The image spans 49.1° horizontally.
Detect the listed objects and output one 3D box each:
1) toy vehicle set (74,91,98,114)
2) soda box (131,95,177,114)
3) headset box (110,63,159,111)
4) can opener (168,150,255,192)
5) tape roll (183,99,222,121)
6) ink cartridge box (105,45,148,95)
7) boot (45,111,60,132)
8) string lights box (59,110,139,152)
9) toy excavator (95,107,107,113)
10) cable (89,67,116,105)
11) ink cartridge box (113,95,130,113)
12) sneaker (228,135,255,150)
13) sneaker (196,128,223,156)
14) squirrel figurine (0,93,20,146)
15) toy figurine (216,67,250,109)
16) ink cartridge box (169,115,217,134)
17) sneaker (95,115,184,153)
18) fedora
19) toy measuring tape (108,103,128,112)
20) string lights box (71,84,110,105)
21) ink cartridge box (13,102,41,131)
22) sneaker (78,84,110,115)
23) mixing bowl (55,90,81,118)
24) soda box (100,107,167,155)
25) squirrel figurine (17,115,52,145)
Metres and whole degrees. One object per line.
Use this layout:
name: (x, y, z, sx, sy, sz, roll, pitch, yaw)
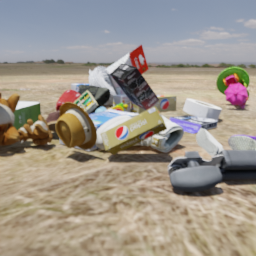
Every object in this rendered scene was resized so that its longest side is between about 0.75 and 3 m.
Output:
toy vehicle set: (-1.864, -0.669, 10.581, 0.191, 1.443, 0.896, 43, 7, -46)
soda box: (1.309, -1.211, 14.149, 2.320, 0.786, 0.742, -8, 16, -28)
headset box: (0.228, -1.206, 8.610, 0.566, 1.466, 1.091, -43, 31, -6)
can opener: (2.177, 0.971, 5.864, 2.734, 0.729, 0.914, 0, 45, -5)
tape roll: (3.208, -0.789, 12.155, 1.577, 0.552, 1.577, 15, 14, -4)
ink cartridge box: (0.099, -2.760, 13.833, 2.215, 1.800, 0.632, -33, 54, -6)
boot: (-2.477, -0.287, 9.531, 1.198, 0.434, 0.997, -15, 38, 29)
string lights box: (-0.872, -0.014, 9.249, 1.311, 0.752, 2.551, 11, 18, 35)
toy excavator: (-1.276, -0.508, 11.587, 0.432, 0.841, 0.865, 35, 7, 23)
cable: (-1.158, -2.404, 16.070, 2.395, 0.829, 2.395, 31, 33, -26)
ink cartridge box: (-0.310, -1.179, 13.834, 0.643, 0.873, 0.632, -13, 19, -43)
sneaker: (3.607, 0.496, 7.875, 1.531, 0.532, 0.761, 9, 10, 17)
sneaker: (1.935, 0.366, 6.593, 0.381, 0.361, 0.946, 13, 31, -24)
squirrel figurine: (-4.432, -0.344, 7.780, 2.209, 1.563, 2.062, -17, -24, 31)
toy figurine: (5.923, -1.809, 15.272, 1.807, 2.407, 2.215, -25, 24, 28)
ink cartridge box: (2.404, -0.177, 10.900, 1.516, 0.329, 1.501, -13, 19, -39)
sneaker: (0.405, 0.210, 8.067, 2.517, 0.927, 1.455, -17, 27, -27)
fedora: (-1.458, 0.055, 7.282, 1.424, 1.424, 0.581, 10, 34, 36)
toy measuring tape: (-0.734, -0.582, 12.450, 1.636, 0.602, 0.602, -25, 15, -1)
string lights box: (-2.210, -2.003, 16.574, 2.289, 1.176, 0.675, 5, 14, 18)
ink cartridge box: (-4.683, -0.367, 10.517, 1.503, 0.859, 2.896, 3, 14, 13)
sneaker: (-2.033, -1.227, 12.813, 1.411, 0.942, 2.464, 18, 43, 25)
mixing bowl: (-2.433, -0.781, 11.468, 1.417, 1.417, 0.767, 8, 29, 30)
soda box: (0.141, 0.096, 7.252, 1.628, 0.521, 0.551, -26, -25, 11)
squirrel figurine: (-2.787, 0.224, 8.357, 0.892, 0.955, 0.676, -27, 35, 9)
